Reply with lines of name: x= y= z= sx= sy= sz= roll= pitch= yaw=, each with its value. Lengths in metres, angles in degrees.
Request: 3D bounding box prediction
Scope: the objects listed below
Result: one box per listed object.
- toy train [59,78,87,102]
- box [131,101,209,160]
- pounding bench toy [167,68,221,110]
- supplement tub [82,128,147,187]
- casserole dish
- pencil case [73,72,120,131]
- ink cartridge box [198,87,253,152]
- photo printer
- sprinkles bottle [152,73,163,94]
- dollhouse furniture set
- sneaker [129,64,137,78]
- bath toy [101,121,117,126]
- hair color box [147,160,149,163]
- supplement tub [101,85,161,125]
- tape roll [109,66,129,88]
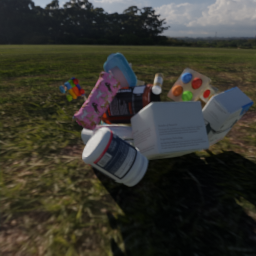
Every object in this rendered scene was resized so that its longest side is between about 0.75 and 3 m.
toy train: x=-2.159 y=-1.305 z=11.382 sx=0.763 sy=1.319 sz=0.558 roll=-36 pitch=18 yaw=-21
box: x=1.174 y=0.126 z=8.405 sx=1.681 sy=1.440 sz=1.673 roll=-5 pitch=-11 yaw=-21
pounding bench toy: x=2.576 y=-1.013 z=11.720 sx=1.792 sy=2.298 sz=1.427 roll=28 pitch=11 yaw=-40
supplement tub: x=-0.301 y=0.701 z=6.574 sx=1.332 sy=0.935 sz=0.935 roll=35 pitch=10 yaw=-21
casserole dish: x=-0.345 y=-2.187 z=11.508 sx=1.101 sy=1.818 sz=0.353 roll=-46 pitch=28 yaw=-23
pencil case: x=-1.013 y=-0.902 z=9.311 sx=0.855 sy=1.977 sz=0.818 roll=30 pitch=-14 yaw=5
ink cartridge box: x=3.267 y=-0.293 z=10.253 sx=1.580 sy=2.158 sz=0.927 roll=-22 pitch=60 yaw=-36
photo printer: x=-0.410 y=0.328 z=10.095 sx=1.899 sy=0.793 sz=2.283 roll=-1 pitch=3 yaw=-30
sprinkles bottle: x=1.007 y=-1.497 z=9.447 sx=0.284 sy=0.284 sz=0.832 roll=5 pitch=47 yaw=12
dollhouse furniture set: x=0.265 y=-1.103 z=11.788 sx=1.961 sy=2.135 sz=1.389 roll=15 pitch=-16 yaw=-12
sneaker: x=0.122 y=-2.228 z=13.812 sx=0.809 sy=1.973 sz=0.737 roll=-22 pitch=38 yaw=0
bath toy: x=-0.217 y=-0.168 z=12.559 sx=1.895 sy=0.824 sz=0.700 roll=-2 pitch=-3 yaw=-18
hair color box: x=0.312 y=1.022 z=9.961 sx=0.841 sy=0.255 sz=0.416 roll=1 pitch=20 yaw=4
supplement tub: x=-0.185 y=-0.801 z=10.153 sx=2.541 sy=1.359 sz=1.359 roll=-3 pitch=18 yaw=24
tape roll: x=-0.332 y=-1.877 z=10.988 sx=0.358 sy=1.083 sz=1.083 roll=-32 pitch=25 yaw=-3
